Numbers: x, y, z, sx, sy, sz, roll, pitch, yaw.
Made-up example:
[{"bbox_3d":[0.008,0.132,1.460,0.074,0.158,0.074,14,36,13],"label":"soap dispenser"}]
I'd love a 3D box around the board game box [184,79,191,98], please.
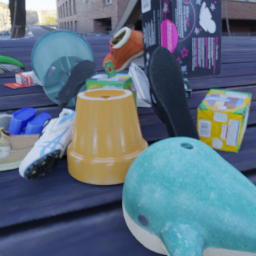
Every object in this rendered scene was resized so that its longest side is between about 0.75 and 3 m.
[{"bbox_3d":[1.887,-1.941,12.979,1.834,0.382,2.712,3,22,6],"label":"board game box"}]

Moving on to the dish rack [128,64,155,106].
[{"bbox_3d":[0.361,-1.089,7.378,0.236,1.086,0.932,-27,-18,19],"label":"dish rack"}]

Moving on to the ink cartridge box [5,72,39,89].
[{"bbox_3d":[-5.039,-2.437,14.025,1.095,0.506,2.010,19,28,40],"label":"ink cartridge box"}]

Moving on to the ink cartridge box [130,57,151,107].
[{"bbox_3d":[0.519,-1.987,10.786,0.852,2.055,1.509,3,20,4],"label":"ink cartridge box"}]

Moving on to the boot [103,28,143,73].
[{"bbox_3d":[-0.340,-2.588,9.376,1.178,0.824,2.196,9,-24,-41],"label":"boot"}]

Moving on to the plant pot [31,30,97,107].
[{"bbox_3d":[-2.439,-2.276,11.155,2.706,2.706,2.651,-7,30,-16],"label":"plant pot"}]

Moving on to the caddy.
[{"bbox_3d":[-2.732,-0.017,7.796,0.938,0.697,1.327,21,21,0],"label":"caddy"}]

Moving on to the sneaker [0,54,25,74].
[{"bbox_3d":[-3.640,-1.546,7.334,1.862,0.793,0.727,-10,18,-44],"label":"sneaker"}]

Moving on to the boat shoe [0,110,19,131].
[{"bbox_3d":[-3.512,-0.110,8.016,0.606,0.726,1.946,2,16,9],"label":"boat shoe"}]

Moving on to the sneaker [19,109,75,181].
[{"bbox_3d":[-1.736,0.309,6.314,0.877,0.870,2.420,32,31,0],"label":"sneaker"}]

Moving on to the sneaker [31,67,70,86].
[{"bbox_3d":[-3.476,-2.611,13.938,2.585,0.971,1.486,-3,21,-21],"label":"sneaker"}]

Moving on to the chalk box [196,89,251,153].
[{"bbox_3d":[2.652,-0.324,7.666,1.142,1.147,1.844,11,32,26],"label":"chalk box"}]

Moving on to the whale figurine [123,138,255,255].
[{"bbox_3d":[1.265,1.042,4.047,2.859,1.483,2.274,16,27,34],"label":"whale figurine"}]

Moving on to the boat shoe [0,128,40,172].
[{"bbox_3d":[-3.162,0.424,6.337,2.763,0.917,1.023,-10,23,-24],"label":"boat shoe"}]

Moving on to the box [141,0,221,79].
[{"bbox_3d":[1.486,-2.871,8.068,1.629,2.839,1.876,-8,13,-22],"label":"box"}]

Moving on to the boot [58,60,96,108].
[{"bbox_3d":[-1.754,-1.441,9.136,1.694,0.591,1.115,-50,9,-11],"label":"boot"}]

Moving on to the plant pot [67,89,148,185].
[{"bbox_3d":[-0.472,0.059,6.127,1.823,1.669,1.823,-2,19,1],"label":"plant pot"}]

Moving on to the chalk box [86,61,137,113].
[{"bbox_3d":[-0.442,-0.993,8.408,1.217,1.963,1.225,6,22,17],"label":"chalk box"}]

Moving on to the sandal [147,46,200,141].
[{"bbox_3d":[0.929,-0.535,6.629,1.009,2.685,0.643,-24,11,-36],"label":"sandal"}]
